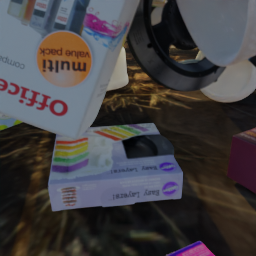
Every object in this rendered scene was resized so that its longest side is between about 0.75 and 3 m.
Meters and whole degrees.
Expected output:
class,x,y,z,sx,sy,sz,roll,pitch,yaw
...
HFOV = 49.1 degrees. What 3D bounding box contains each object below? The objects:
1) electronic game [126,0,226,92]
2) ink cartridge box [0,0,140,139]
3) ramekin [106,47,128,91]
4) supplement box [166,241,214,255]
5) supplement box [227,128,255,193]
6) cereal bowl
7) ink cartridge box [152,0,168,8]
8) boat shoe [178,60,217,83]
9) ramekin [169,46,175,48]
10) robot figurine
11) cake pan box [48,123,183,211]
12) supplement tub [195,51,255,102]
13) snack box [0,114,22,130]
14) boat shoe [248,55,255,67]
class,x,y,z,sx,sy,sz,roll,pitch,yaw
electronic game,1.009,-1.871,4.954,2.443,2.443,0.508,-13,10,-26
ink cartridge box,-0.921,-1.471,3.356,1.898,2.612,1.889,20,9,-4
ramekin,-1.440,-2.536,11.244,2.922,1.425,2.922,0,24,0
supplement box,0.814,1.765,2.648,0.600,0.588,1.161,-11,27,-24
supplement box,2.670,0.460,5.206,1.589,0.877,0.681,-14,27,-29
cereal bowl,1.139,-1.828,3.015,0.902,2.167,2.167,-21,26,0
ink cartridge box,0.592,-2.973,6.231,0.618,0.372,0.851,19,13,25
boat shoe,1.436,-1.138,5.615,1.034,0.322,0.386,9,-5,-29
ramekin,1.365,-3.952,9.539,2.650,2.650,1.234,13,10,27
robot figurine,0.896,-3.198,7.686,2.944,2.212,1.837,3,27,-8
cake pan box,-0.267,0.604,5.286,2.244,0.587,2.066,-3,27,-7
supplement tub,3.750,-2.218,9.694,2.098,2.098,2.989,15,28,31
snack box,-3.402,-1.463,6.930,1.005,2.968,2.503,15,28,30
boat shoe,3.891,-2.082,6.718,1.946,0.668,0.819,-28,24,53
